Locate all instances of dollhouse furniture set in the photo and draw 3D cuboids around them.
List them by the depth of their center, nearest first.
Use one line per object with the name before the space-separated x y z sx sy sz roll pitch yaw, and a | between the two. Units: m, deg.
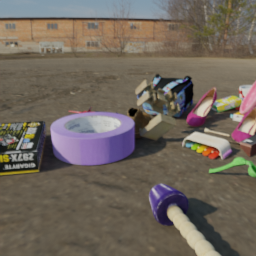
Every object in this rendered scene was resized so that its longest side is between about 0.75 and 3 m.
dollhouse furniture set | 0.961 -0.595 10.129 1.489 1.129 1.699 17 51 -32

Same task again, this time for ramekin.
ramekin | 7.113 -1.824 15.765 1.677 0.880 1.677 1 18 0

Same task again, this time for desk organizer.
desk organizer | 4.128 0.577 9.233 1.115 0.429 0.400 -15 23 -38

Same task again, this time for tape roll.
tape roll | -1.153 0.258 9.399 2.733 0.897 2.733 0 20 0

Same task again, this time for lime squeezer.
lime squeezer | 2.954 1.153 7.037 1.973 0.697 0.372 22 -6 46

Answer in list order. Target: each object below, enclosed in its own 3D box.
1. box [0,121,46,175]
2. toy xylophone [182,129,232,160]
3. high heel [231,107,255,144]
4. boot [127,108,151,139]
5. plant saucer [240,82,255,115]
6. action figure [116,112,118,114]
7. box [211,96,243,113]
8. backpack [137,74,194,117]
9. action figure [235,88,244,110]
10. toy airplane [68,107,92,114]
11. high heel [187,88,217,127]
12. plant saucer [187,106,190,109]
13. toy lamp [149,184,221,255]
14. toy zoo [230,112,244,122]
box | -3.926 0.557 8.865 2.371 0.733 2.970 -2 18 -12
toy xylophone | 2.689 0.498 9.342 1.198 0.411 1.636 -22 28 -31
high heel | 4.354 -0.085 10.111 0.745 1.060 2.211 27 26 25
boot | 0.467 -0.404 11.330 0.966 0.990 2.625 -1 14 13
plant saucer | 5.819 -1.409 12.717 0.494 1.950 1.950 28 22 4
action figure | -0.703 -0.557 12.809 0.615 0.328 0.945 -18 19 -16
box | 5.078 -1.254 14.358 1.541 0.373 0.904 -18 21 -5
backpack | 1.707 -1.353 13.160 2.202 1.623 2.412 11 38 34
action figure | 6.572 -1.590 14.178 2.392 1.184 0.780 -17 16 8
toy airplane | -2.061 -0.721 13.404 1.483 0.273 1.483 0 18 0
high heel | 3.255 -0.907 12.183 0.780 1.110 2.315 30 42 27
plant saucer | 2.289 -1.355 15.276 2.172 0.320 2.172 -1 19 0
toy lamp | 1.115 1.857 4.922 0.797 0.797 2.737 -6 22 -18
toy zoo | 5.498 -0.439 12.701 1.707 0.175 1.120 13 22 33
